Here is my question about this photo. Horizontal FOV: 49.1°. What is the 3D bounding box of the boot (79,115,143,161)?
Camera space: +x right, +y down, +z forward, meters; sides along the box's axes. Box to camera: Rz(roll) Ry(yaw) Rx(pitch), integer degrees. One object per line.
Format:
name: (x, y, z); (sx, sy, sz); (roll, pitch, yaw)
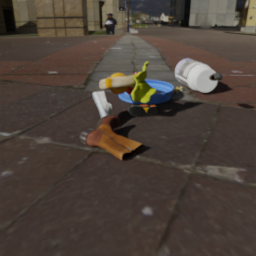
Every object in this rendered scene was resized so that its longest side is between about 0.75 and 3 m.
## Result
boot: (-0.351, 0.247, 9.723); (2.026, 0.694, 1.907); (18, 29, 34)

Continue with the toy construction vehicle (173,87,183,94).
toy construction vehicle: (2.637, -2.215, 15.897); (0.859, 0.302, 0.747); (7, 24, 17)

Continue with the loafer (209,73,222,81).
loafer: (3.486, -2.064, 11.406); (0.324, 0.326, 0.897); (-10, 5, -8)

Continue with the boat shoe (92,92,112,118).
boat shoe: (-0.915, -0.809, 11.261); (0.568, 0.626, 1.701); (-19, 69, -11)

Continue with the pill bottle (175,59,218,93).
pill bottle: (3.895, -3.003, 16.137); (1.553, 1.553, 2.730); (-5, 24, -12)

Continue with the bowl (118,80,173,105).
bowl: (0.894, -1.925, 14.873); (2.992, 0.587, 2.992); (0, 24, 0)

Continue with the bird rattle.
bird rattle: (-0.084, -2.023, 12.123); (2.349, 1.623, 2.881); (-4, 14, -14)

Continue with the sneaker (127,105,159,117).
sneaker: (0.647, -0.792, 12.480); (1.417, 0.495, 0.637); (-2, 12, -9)
